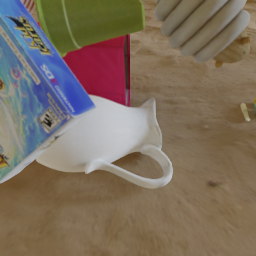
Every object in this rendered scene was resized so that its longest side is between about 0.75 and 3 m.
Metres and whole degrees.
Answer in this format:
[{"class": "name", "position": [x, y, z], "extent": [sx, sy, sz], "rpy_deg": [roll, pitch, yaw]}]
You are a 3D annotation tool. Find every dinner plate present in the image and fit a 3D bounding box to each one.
[{"class": "dinner plate", "position": [-3.546, -3.826, 7.707], "extent": [0.286, 2.356, 2.356], "rpy_deg": [39, 51, 25]}]

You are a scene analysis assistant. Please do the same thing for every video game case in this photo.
[{"class": "video game case", "position": [-1.649, -0.548, 3.361], "extent": [2.066, 1.873, 0.470], "rpy_deg": [55, 36, 0]}]

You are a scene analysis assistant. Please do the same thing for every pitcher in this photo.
[{"class": "pitcher", "position": [-0.537, 0.335, 6.075], "extent": [2.774, 1.681, 2.380], "rpy_deg": [-2, 46, -21]}]

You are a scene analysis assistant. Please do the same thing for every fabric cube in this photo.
[{"class": "fabric cube", "position": [-1.210, -1.491, 7.657], "extent": [2.469, 2.477, 2.430], "rpy_deg": [-1, 38, 3]}]

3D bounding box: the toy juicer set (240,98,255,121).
[{"class": "toy juicer set", "position": [3.940, -0.666, 8.246], "extent": [1.507, 0.410, 0.958], "rpy_deg": [-8, 38, -10]}]

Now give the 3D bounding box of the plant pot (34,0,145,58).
[{"class": "plant pot", "position": [-0.504, -2.023, 4.529], "extent": [1.515, 1.596, 1.596], "rpy_deg": [-4, 36, 6]}]

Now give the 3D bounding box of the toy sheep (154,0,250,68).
[{"class": "toy sheep", "position": [1.553, -2.557, 6.146], "extent": [2.931, 2.021, 2.021], "rpy_deg": [41, 43, -5]}]
